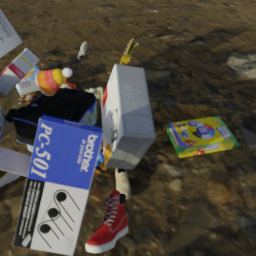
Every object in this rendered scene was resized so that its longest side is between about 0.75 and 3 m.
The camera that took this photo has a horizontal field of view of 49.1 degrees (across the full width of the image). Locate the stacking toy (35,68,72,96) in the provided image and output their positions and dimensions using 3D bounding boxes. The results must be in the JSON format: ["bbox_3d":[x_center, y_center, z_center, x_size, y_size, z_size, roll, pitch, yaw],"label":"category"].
[{"bbox_3d":[-2.393,-1.661,9.430,1.238,0.904,0.904,-17,35,25],"label":"stacking toy"}]

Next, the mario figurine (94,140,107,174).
[{"bbox_3d":[-1.218,0.984,10.855,0.933,0.801,1.511,-5,43,-5],"label":"mario figurine"}]

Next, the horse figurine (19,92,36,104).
[{"bbox_3d":[-5.050,-1.467,14.014,0.733,0.276,1.106,-3,32,-5],"label":"horse figurine"}]

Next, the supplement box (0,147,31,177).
[{"bbox_3d":[-3.125,0.757,6.956,1.666,0.907,0.507,3,72,50],"label":"supplement box"}]

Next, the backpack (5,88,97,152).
[{"bbox_3d":[-2.685,-0.217,11.144,2.704,2.171,2.955,15,39,16],"label":"backpack"}]

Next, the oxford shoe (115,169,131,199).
[{"bbox_3d":[-0.221,1.885,10.013,0.501,0.522,1.415,-10,42,-11],"label":"oxford shoe"}]

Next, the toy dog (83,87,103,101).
[{"bbox_3d":[-1.774,-1.731,14.019,1.062,0.741,1.029,-4,38,-2],"label":"toy dog"}]

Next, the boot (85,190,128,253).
[{"bbox_3d":[-0.503,2.163,6.739,0.599,1.194,1.654,0,3,23],"label":"boot"}]

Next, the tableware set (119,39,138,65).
[{"bbox_3d":[-0.042,-2.470,9.948,0.290,1.275,1.893,25,22,-5],"label":"tableware set"}]

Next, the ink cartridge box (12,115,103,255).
[{"bbox_3d":[-1.560,1.298,6.270,1.369,2.911,0.644,14,8,-9],"label":"ink cartridge box"}]

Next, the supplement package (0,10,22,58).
[{"bbox_3d":[-5.997,-3.256,10.991,1.623,1.563,2.853,15,54,45],"label":"supplement package"}]

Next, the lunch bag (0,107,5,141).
[{"bbox_3d":[-4.948,-0.571,9.153,1.020,2.163,2.699,-20,31,-9],"label":"lunch bag"}]

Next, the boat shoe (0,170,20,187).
[{"bbox_3d":[-4.738,1.791,9.907,1.877,0.800,0.693,-31,50,-30],"label":"boat shoe"}]

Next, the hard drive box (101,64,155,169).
[{"bbox_3d":[-0.116,-0.310,8.863,1.010,2.049,2.629,5,55,-17],"label":"hard drive box"}]

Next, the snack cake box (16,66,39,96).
[{"bbox_3d":[-5.417,-2.704,14.915,1.361,0.795,2.367,-20,40,-23],"label":"snack cake box"}]

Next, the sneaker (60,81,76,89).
[{"bbox_3d":[-2.936,-2.005,14.380,0.759,0.689,1.789,-27,48,-34],"label":"sneaker"}]

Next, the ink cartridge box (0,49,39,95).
[{"bbox_3d":[-4.229,-2.148,10.631,1.160,0.666,1.598,-30,28,33],"label":"ink cartridge box"}]

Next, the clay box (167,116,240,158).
[{"bbox_3d":[3.172,0.306,11.724,2.698,0.642,1.550,-10,43,-10],"label":"clay box"}]

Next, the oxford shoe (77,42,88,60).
[{"bbox_3d":[-1.882,-3.214,11.777,0.301,0.801,0.231,9,26,-45],"label":"oxford shoe"}]
